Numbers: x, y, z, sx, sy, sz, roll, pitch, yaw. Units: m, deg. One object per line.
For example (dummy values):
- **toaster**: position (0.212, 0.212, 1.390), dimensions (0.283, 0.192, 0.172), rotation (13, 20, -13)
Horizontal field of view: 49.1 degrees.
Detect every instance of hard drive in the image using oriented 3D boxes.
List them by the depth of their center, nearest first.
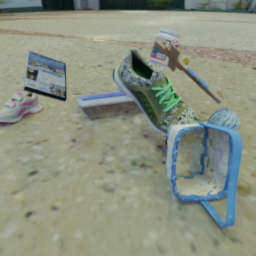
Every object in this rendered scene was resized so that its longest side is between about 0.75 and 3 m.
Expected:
- **hard drive**: position (-0.492, -1.111, 10.293), dimensions (2.539, 0.322, 1.675), rotation (-8, 10, -14)

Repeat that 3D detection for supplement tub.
- **supplement tub**: position (1.310, -2.832, 9.957), dimensions (0.844, 1.203, 0.844), rotation (17, 14, -4)

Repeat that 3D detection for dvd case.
- **dvd case**: position (-2.076, -1.326, 7.126), dimensions (1.032, 0.127, 1.447), rotation (15, 44, -29)

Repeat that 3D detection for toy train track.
- **toy train track**: position (1.892, -1.810, 8.416), dimensions (0.442, 1.557, 2.715), rotation (-43, 80, -4)

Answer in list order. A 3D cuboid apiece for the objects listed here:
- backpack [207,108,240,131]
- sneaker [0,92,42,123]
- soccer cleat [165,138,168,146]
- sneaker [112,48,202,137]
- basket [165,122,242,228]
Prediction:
- **backpack**: position (2.833, -0.167, 8.275), dimensions (0.849, 0.800, 1.041), rotation (-43, 30, 12)
- **sneaker**: position (-3.852, -0.791, 9.665), dimensions (0.767, 0.832, 1.885), rotation (14, 31, 25)
- **soccer cleat**: position (1.435, 0.270, 7.801), dimensions (0.333, 0.310, 0.909), rotation (-22, -5, -45)
- **sneaker**: position (0.748, -0.873, 7.034), dimensions (2.941, 1.303, 1.131), rotation (43, 70, 12)
- **basket**: position (1.590, 0.721, 5.759), dimensions (1.442, 1.828, 2.073), rotation (-1, 16, -10)
